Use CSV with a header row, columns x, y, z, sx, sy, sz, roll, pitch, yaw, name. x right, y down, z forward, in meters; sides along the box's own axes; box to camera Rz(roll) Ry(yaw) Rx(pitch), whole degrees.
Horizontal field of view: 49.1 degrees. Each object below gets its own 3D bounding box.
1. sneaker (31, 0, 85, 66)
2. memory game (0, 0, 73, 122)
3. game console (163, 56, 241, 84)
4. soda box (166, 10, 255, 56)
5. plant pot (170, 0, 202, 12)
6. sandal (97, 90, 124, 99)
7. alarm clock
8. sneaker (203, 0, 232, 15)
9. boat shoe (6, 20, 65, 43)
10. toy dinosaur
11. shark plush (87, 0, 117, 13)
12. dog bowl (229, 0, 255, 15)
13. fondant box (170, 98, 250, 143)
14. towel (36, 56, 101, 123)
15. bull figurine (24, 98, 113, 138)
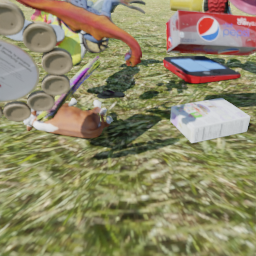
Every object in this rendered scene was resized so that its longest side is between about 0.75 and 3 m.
x,y,z,sx,sy,sz,roll,pitch,yaw,name
-2.157,-2.994,8.049,1.197,2.651,1.036,-28,8,-39,sneaker
-1.690,-0.716,3.528,1.993,1.993,0.127,-7,55,-11,memory game
3.070,-2.643,12.169,2.441,0.428,2.760,-11,33,-17,game console
1.968,-2.098,6.319,2.144,0.750,0.680,-1,-2,-15,soda box
1.966,-4.427,9.630,1.017,1.081,1.081,0,31,5,plant pot
-0.625,-1.224,9.958,0.978,0.234,0.368,-5,31,-9,sandal
-0.761,-2.251,7.115,0.956,0.645,0.318,-19,20,-18,alarm clock
3.125,-4.271,9.855,0.824,2.078,0.993,-18,60,25,sneaker
-2.543,-2.565,7.508,1.652,0.610,0.704,0,5,-13,boat shoe
-0.660,-1.618,4.647,2.020,1.061,1.833,-21,51,-35,toy dinosaur
-0.809,-4.134,9.987,2.130,0.968,0.887,-8,39,23,shark plush
3.512,-4.109,7.802,0.799,2.168,2.168,-48,43,-3,dog bowl
2.311,-0.263,8.065,1.795,0.523,1.295,-9,32,-17,fondant box
-1.216,-0.728,5.654,1.597,0.182,1.147,-55,20,-24,towel
-1.672,-0.282,7.815,2.476,0.806,1.503,13,33,21,bull figurine
